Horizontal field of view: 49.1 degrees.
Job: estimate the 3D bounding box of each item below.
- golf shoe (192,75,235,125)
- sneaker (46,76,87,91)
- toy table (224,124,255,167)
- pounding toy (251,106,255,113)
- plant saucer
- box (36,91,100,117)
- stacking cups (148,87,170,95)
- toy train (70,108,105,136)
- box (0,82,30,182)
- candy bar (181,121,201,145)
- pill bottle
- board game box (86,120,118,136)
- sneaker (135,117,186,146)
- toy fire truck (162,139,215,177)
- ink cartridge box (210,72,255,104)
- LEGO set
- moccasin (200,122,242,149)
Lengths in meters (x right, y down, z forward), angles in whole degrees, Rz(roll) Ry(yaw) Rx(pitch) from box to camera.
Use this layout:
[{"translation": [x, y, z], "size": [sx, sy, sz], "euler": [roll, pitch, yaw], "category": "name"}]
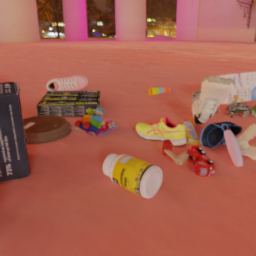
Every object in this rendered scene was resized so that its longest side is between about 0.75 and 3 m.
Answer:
[{"translation": [2.800, -0.835, 9.452], "size": [1.069, 1.327, 2.730], "euler": [11, -12, 4], "category": "golf shoe"}, {"translation": [-3.301, -2.271, 14.856], "size": [2.155, 0.811, 1.127], "euler": [-3, 18, 9], "category": "sneaker"}, {"translation": [3.176, 0.489, 7.672], "size": [0.747, 1.173, 1.276], "euler": [-13, 42, 8], "category": "toy table"}, {"translation": [5.571, -0.865, 11.700], "size": [0.862, 0.518, 1.117], "euler": [18, 27, 38], "category": "pounding toy"}, {"translation": [-3.073, -0.005, 9.835], "size": [2.168, 0.319, 2.168], "euler": [0, 23, 0], "category": "plant saucer"}, {"translation": [-2.476, -1.107, 12.254], "size": [2.503, 0.595, 2.417], "euler": [-1, 24, -5], "category": "box"}, {"translation": [1.661, -1.944, 14.733], "size": [1.265, 0.383, 0.383], "euler": [-10, 23, -34], "category": "stacking cups"}, {"translation": [-1.375, -0.288, 9.255], "size": [1.421, 0.822, 0.601], "euler": [9, -20, 46], "category": "toy train"}, {"translation": [-4.063, 0.195, 6.728], "size": [2.988, 2.211, 1.559], "euler": [-8, 22, -21], "category": "box"}, {"translation": [2.115, 0.166, 9.521], "size": [0.501, 0.223, 2.009], "euler": [2, 22, 3], "category": "candy bar"}, {"translation": [0.067, 1.062, 6.540], "size": [1.331, 0.748, 0.748], "euler": [17, 27, 37], "category": "pill bottle"}, {"translation": [-0.965, -0.102, 9.870], "size": [1.176, 0.229, 0.929], "euler": [-25, 30, -26], "category": "board game box"}, {"translation": [1.072, -0.016, 9.154], "size": [1.823, 0.823, 0.713], "euler": [12, 25, 29], "category": "sneaker"}, {"translation": [1.577, 0.796, 7.553], "size": [1.022, 0.353, 1.449], "euler": [-2, 27, -11], "category": "toy fire truck"}, {"translation": [4.578, -1.765, 12.604], "size": [1.992, 1.280, 1.247], "euler": [-10, 9, -22], "category": "ink cartridge box"}, {"translation": [4.259, -0.874, 11.649], "size": [2.022, 0.573, 1.313], "euler": [5, 22, 12], "category": "LEGO set"}, {"translation": [2.973, 0.118, 8.816], "size": [0.665, 0.784, 1.949], "euler": [6, 21, 44], "category": "moccasin"}]
